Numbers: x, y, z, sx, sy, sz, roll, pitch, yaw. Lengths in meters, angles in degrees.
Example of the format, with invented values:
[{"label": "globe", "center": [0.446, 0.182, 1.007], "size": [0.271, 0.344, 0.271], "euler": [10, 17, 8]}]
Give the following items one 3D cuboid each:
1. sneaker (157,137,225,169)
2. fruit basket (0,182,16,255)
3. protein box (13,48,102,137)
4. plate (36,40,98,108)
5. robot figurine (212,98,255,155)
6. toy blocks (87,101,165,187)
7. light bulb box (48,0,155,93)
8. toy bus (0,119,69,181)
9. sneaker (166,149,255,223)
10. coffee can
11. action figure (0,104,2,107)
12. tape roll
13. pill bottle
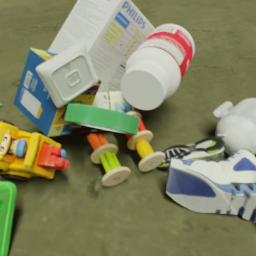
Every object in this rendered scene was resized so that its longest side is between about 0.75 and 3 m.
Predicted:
[{"label": "sneaker", "center": [1.733, 0.891, 7.756], "size": [1.933, 0.782, 0.714], "euler": [-14, 31, 14]}, {"label": "fruit basket", "center": [-3.657, 1.793, 5.848], "size": [2.658, 2.658, 1.917], "euler": [2, 74, 2]}, {"label": "protein box", "center": [-2.019, -0.972, 7.844], "size": [1.779, 1.766, 1.200], "euler": [37, 24, 27]}, {"label": "plate", "center": [-1.315, -1.184, 6.502], "size": [1.273, 1.276, 0.206], "euler": [-36, 52, -16]}, {"label": "robot figurine", "center": [3.551, -0.001, 8.402], "size": [2.060, 1.372, 2.430], "euler": [39, 48, 22]}, {"label": "toy blocks", "center": [-0.281, 0.299, 7.797], "size": [1.833, 0.798, 2.199], "euler": [-20, 57, -13]}, {"label": "light bulb box", "center": [-0.723, -2.774, 9.821], "size": [1.856, 2.974, 2.948], "euler": [40, 10, 32]}, {"label": "toy bus", "center": [-2.398, 0.612, 6.695], "size": [1.805, 1.880, 1.276], "euler": [4, 71, 20]}, {"label": "sneaker", "center": [2.379, 1.262, 6.965], "size": [2.829, 1.143, 1.634], "euler": [14, 33, 8]}, {"label": "coffee can", "center": [-0.753, -0.543, 9.237], "size": [1.784, 1.306, 1.306], "euler": [-4, 35, -6]}, {"label": "action figure", "center": [-5.207, -0.865, 10.714], "size": [0.768, 0.210, 0.453], "euler": [0, 31, -6]}, {"label": "tape roll", "center": [-0.623, -0.188, 6.875], "size": [1.796, 0.432, 1.796], "euler": [11, -4, 1]}, {"label": "pill bottle", "center": [0.889, -1.821, 8.289], "size": [1.623, 1.623, 2.892], "euler": [13, 42, 18]}]
